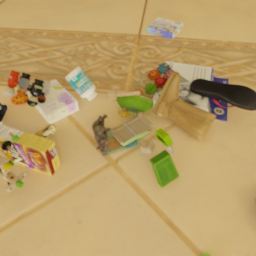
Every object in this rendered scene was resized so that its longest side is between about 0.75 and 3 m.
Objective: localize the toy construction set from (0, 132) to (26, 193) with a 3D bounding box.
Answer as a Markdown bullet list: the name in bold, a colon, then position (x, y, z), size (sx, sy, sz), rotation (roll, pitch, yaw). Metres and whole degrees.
- **toy construction set**: position (-3.308, 1.132, 7.119), size (1.202, 1.304, 1.564), rotation (39, 30, 10)

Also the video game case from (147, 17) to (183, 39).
- **video game case**: position (1.922, -5.198, 14.561), size (1.456, 0.331, 1.320), rotation (23, 50, 21)

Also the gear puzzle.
- **gear puzzle**: position (0.845, -1.699, 10.279), size (1.859, 0.243, 0.963), rotation (-35, 62, -1)

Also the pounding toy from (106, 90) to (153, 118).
- **pounding toy**: position (0.077, -0.660, 9.515), size (1.333, 1.727, 0.801), rotation (8, 81, 26)

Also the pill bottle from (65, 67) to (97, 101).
- **pill bottle**: position (-1.690, -1.587, 10.373), size (0.680, 1.228, 0.680), rotation (-36, 16, 12)

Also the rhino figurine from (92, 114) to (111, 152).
- **rhino figurine**: position (-0.840, 0.223, 8.906), size (0.431, 0.630, 1.442), rotation (18, 37, -31)

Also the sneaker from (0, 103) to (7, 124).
- **sneaker**: position (-4.375, -0.336, 8.988), size (0.599, 0.917, 1.639), rotation (26, 22, -18)

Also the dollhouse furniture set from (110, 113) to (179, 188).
- **dollhouse furniture set**: position (0.582, 0.618, 8.641), size (1.259, 0.973, 2.519), rotation (-31, 36, -11)

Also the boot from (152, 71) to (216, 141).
- **boot**: position (2.018, -0.749, 9.414), size (1.967, 0.650, 1.723), rotation (29, 92, 16)

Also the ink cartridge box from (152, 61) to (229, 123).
- **ink cartridge box**: position (2.501, -1.506, 10.753), size (2.726, 0.553, 2.721), rotation (10, 46, 10)

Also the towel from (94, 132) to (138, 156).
- **towel**: position (-0.390, 0.410, 9.155), size (1.240, 0.135, 0.909), rotation (-16, 47, -15)

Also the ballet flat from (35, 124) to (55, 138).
- **ballet flat**: position (-2.543, 0.132, 8.951), size (0.340, 0.370, 1.079), rotation (-9, 17, 22)

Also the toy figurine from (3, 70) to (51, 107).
- **toy figurine**: position (-3.222, -1.247, 9.064), size (1.251, 0.871, 1.232), rotation (19, 7, -1)

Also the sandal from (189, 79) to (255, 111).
- **sandal**: position (3.340, -1.112, 9.750), size (2.525, 0.569, 0.948), rotation (24, 56, 35)

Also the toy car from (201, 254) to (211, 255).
- **toy car**: position (1.847, 3.311, 6.194), size (1.138, 0.254, 1.071), rotation (-2, 46, -3)

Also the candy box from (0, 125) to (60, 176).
- **candy box**: position (-2.996, 0.663, 8.241), size (1.849, 1.079, 0.522), rotation (16, 46, 16)

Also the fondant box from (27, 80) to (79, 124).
- **fondant box**: position (-2.768, -0.993, 10.287), size (1.212, 0.489, 1.680), rotation (-30, 53, -25)

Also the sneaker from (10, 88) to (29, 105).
- **sneaker**: position (-3.964, -1.243, 10.650), size (0.485, 0.459, 1.259), rotation (13, 38, 31)
